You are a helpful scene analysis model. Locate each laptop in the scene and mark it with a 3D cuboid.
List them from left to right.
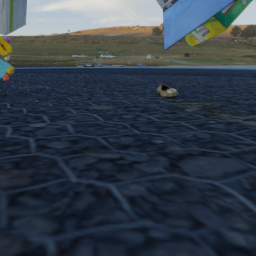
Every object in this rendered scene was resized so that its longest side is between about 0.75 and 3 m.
[{"bbox_3d":[1.029,-3.006,5.614,1.826,1.950,1.130,-27,17,44],"label":"laptop"}]

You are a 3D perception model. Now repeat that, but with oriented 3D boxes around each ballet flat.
[{"bbox_3d":[1.973,-1.928,14.290,0.775,0.533,2.301,-2,15,-6],"label":"ballet flat"}]

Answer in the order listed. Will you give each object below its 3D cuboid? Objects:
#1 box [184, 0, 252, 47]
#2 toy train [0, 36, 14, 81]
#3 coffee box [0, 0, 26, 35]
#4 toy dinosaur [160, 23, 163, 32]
[{"bbox_3d":[2.507,-3.248,8.189,0.607,1.473,2.510,42,-3,-9],"label":"box"},{"bbox_3d":[-3.376,-1.782,6.990,1.054,1.403,0.390,-11,1,-4],"label":"toy train"},{"bbox_3d":[-2.725,-2.608,5.561,1.087,1.089,1.077,13,32,-4],"label":"coffee box"},{"bbox_3d":[1.660,-3.978,9.326,0.830,1.442,2.852,15,-10,-15],"label":"toy dinosaur"}]
